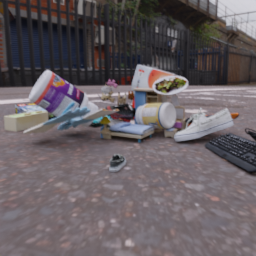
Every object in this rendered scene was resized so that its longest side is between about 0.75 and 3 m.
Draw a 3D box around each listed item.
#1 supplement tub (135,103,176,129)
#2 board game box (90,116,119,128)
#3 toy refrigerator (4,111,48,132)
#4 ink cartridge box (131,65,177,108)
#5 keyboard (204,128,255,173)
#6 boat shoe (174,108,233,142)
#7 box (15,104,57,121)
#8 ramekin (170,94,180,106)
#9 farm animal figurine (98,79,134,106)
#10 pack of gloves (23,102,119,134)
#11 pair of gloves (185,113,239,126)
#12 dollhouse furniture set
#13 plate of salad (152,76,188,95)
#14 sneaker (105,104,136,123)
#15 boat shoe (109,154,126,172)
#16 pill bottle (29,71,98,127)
[{"bbox_3d":[1.063,-0.465,10.890,1.359,0.983,0.983,0,9,42],"label":"supplement tub"},{"bbox_3d":[-1.336,-0.435,13.309,1.050,0.219,1.553,33,29,34],"label":"board game box"},{"bbox_3d":[-4.532,-0.363,12.590,0.730,0.673,1.924,6,12,27],"label":"toy refrigerator"},{"bbox_3d":[0.918,-1.384,12.231,1.930,2.379,0.596,23,9,32],"label":"ink cartridge box"},{"bbox_3d":[3.319,0.425,8.050,1.438,0.548,2.764,-21,14,-6],"label":"keyboard"},{"bbox_3d":[2.625,-0.225,10.029,2.253,0.961,0.832,-18,2,-5],"label":"boat shoe"},{"bbox_3d":[-4.303,-0.900,15.108,2.928,0.584,2.005,-8,20,-36],"label":"box"},{"bbox_3d":[1.704,-0.982,13.021,0.809,1.737,1.737,11,16,41],"label":"ramekin"},{"bbox_3d":[-0.485,-1.196,11.041,1.354,0.681,1.094,23,-32,-29],"label":"farm animal figurine"},{"bbox_3d":[-2.018,-0.426,9.852,2.625,0.518,2.205,-19,-7,33],"label":"pack of gloves"},{"bbox_3d":[3.141,-0.257,11.618,2.111,0.293,2.370,-4,-7,-7],"label":"pair of gloves"},{"bbox_3d":[0.595,-0.525,10.648,2.555,1.766,2.706,6,13,30],"label":"dollhouse furniture set"},{"bbox_3d":[1.605,-1.699,10.734,1.358,0.326,1.358,-8,39,7],"label":"plate of salad"},{"bbox_3d":[-0.248,-0.659,10.979,0.787,0.569,1.611,-39,-30,26],"label":"sneaker"},{"bbox_3d":[-0.265,0.858,7.418,0.349,0.343,0.968,2,12,9],"label":"boat shoe"},{"bbox_3d":[-2.461,-1.032,11.022,2.468,1.375,1.375,32,-5,-28],"label":"pill bottle"}]
